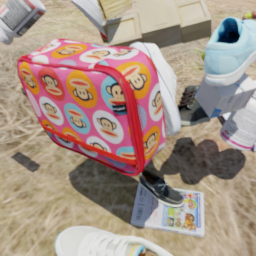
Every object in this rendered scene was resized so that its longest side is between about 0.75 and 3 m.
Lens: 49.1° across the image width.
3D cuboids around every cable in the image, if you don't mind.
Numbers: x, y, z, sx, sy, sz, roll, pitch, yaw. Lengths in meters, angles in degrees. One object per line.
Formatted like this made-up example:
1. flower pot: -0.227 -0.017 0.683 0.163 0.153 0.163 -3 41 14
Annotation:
1. cable: -1.004 -3.638 8.936 0.615 1.776 1.776 -45 69 7

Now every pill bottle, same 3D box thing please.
1. pill bottle: 2.949 -0.281 6.744 0.874 1.542 0.874 17 28 -10
2. pill bottle: -3.749 -3.710 9.422 1.807 1.047 1.047 -39 41 11

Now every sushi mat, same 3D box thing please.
1. sushi mat: -0.371 -3.420 7.173 0.126 0.999 2.088 -11 26 26

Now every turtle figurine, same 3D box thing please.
1. turtle figurine: 3.195 -2.849 8.512 2.070 2.567 0.827 -34 80 -30

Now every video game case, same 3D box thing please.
1. video game case: 1.044 2.074 7.220 1.762 0.159 1.262 7 39 9

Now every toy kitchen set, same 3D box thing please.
1. toy kitchen set: 0.864 -2.580 8.381 2.719 2.453 2.218 -12 54 9

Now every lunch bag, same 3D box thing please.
1. lunch bag: -0.622 -0.279 4.995 2.626 2.313 1.076 17 45 35

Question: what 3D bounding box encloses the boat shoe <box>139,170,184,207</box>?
1. boat shoe: 0.849 1.575 7.358 1.385 0.468 0.497 31 46 31

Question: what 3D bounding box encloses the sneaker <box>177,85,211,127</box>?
1. sneaker: 1.411 -0.552 6.973 0.714 1.014 1.908 -6 3 37

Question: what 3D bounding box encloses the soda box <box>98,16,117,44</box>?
1. soda box: -0.815 -4.010 10.642 0.620 1.937 0.656 -38 43 -19

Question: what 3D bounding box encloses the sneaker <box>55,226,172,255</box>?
1. sneaker: -0.173 2.627 5.710 2.948 1.191 1.128 13 42 17

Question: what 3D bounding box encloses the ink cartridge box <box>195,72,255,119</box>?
1. ink cartridge box: 1.976 -0.723 5.706 0.897 0.661 0.649 -15 57 -17

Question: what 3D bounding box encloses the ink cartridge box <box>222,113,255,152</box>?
1. ink cartridge box: 4.343 -0.018 9.579 2.000 0.434 1.981 -2 39 -6

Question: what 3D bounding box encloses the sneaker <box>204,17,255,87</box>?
1. sneaker: 2.014 -1.657 5.103 0.804 0.891 2.175 13 46 28

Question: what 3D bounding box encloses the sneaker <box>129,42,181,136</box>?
1. sneaker: 0.609 -0.758 5.020 0.636 0.656 1.797 -19 84 -26
